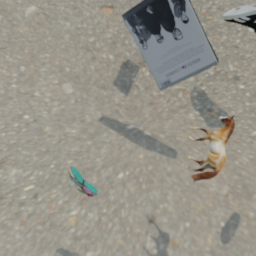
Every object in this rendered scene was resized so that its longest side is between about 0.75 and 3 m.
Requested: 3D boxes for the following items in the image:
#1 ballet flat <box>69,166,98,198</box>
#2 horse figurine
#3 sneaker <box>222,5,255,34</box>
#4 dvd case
[{"bbox_3d":[-1.140,1.331,6.634,0.343,0.333,0.964,-37,109,16],"label":"ballet flat"},{"bbox_3d":[1.839,0.496,6.282,1.034,0.389,1.560,-1,68,34],"label":"horse figurine"},{"bbox_3d":[3.816,-3.229,8.718,0.670,1.025,1.833,-40,29,-20],"label":"sneaker"},{"bbox_3d":[1.174,-2.555,7.997,1.889,0.311,2.513,-23,104,30],"label":"dvd case"}]
